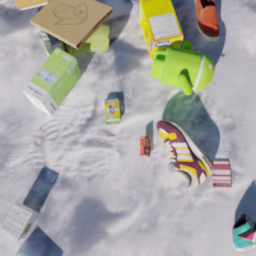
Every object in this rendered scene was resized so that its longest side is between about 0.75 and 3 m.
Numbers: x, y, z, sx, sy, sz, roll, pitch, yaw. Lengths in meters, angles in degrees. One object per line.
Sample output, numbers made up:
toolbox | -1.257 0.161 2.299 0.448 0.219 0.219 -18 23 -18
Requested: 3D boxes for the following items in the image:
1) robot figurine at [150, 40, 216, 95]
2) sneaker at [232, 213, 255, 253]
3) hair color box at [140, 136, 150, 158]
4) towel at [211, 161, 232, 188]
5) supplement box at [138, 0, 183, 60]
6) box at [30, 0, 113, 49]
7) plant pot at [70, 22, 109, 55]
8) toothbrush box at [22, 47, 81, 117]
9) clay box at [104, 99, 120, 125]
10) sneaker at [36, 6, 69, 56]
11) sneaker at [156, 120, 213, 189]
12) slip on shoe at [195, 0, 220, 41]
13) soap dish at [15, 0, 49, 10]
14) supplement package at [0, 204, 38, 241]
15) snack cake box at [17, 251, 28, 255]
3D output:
robot figurine | 2.219 -2.329 11.134 2.578 1.491 2.262 13 54 1
sneaker | 4.464 3.498 9.857 1.856 0.776 1.121 -20 84 -4
hair color box | 0.657 0.726 10.823 0.237 0.393 0.773 -15 67 43
towel | 3.542 1.767 10.678 0.734 0.116 1.019 1 73 -1
supplement box | 1.307 -4.305 11.864 1.268 1.276 2.329 -13 73 -3
box | -2.159 -4.217 10.587 2.547 0.271 2.082 32 75 23
plant pot | -1.620 -3.842 11.657 1.584 1.723 1.723 0 73 -11
toothbrush box | -2.893 -1.752 10.956 0.930 1.573 2.161 30 76 8
clay box | -0.640 -0.652 11.315 0.591 0.245 1.028 -6 71 -2
sneaker | -3.335 -4.002 11.887 0.962 1.054 2.603 -27 75 -8
sneaker | 1.820 0.945 10.424 1.254 1.043 2.784 -38 76 -18
slip on shoe | 3.502 -4.978 12.343 0.914 0.755 2.469 -6 75 -4
soap dish | -4.539 -6.431 12.758 1.491 0.770 1.896 -16 73 -5
supplement package | -3.838 3.309 9.881 0.749 0.755 0.994 25 75 7
snack cake box | -3.439 5.014 9.533 1.363 0.458 0.784 39 78 10
